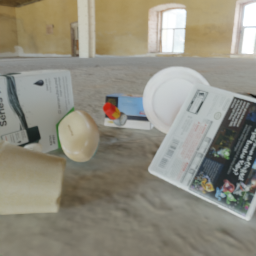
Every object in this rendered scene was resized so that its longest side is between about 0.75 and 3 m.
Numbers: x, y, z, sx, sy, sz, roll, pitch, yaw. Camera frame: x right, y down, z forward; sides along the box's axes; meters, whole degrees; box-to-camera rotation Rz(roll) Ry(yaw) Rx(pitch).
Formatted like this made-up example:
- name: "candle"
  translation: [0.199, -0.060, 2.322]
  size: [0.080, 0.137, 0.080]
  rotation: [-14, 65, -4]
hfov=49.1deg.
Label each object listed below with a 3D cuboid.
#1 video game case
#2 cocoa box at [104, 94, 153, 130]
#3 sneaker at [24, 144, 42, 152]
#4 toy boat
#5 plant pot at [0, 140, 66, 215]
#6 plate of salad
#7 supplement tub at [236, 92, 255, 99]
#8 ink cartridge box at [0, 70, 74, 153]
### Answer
- name: "video game case"
  translation: [1.715, 0.291, 5.284]
  size: [1.962, 2.159, 0.252]
  rotation: [23, -16, 29]
- name: "cocoa box"
  translation: [0.110, -0.590, 9.430]
  size: [1.575, 1.034, 1.050]
  rotation: [5, 13, 15]
- name: "sneaker"
  translation: [-2.235, 0.636, 6.007]
  size: [0.886, 0.323, 0.375]
  rotation: [-27, 30, -22]
- name: "toy boat"
  translation: [-0.846, 0.065, 6.734]
  size: [1.693, 0.787, 1.423]
  rotation: [-33, 53, 11]
- name: "plant pot"
  translation: [-1.763, 0.910, 4.783]
  size: [1.291, 1.410, 1.410]
  rotation: [9, 16, -10]
- name: "plate of salad"
  translation: [1.483, -0.778, 8.407]
  size: [2.113, 2.113, 0.507]
  rotation: [6, 20, 18]
- name: "supplement tub"
  translation: [3.447, -0.312, 7.827]
  size: [2.005, 1.229, 1.229]
  rotation: [6, 14, -26]
- name: "ink cartridge box"
  translation: [-2.809, -0.305, 6.968]
  size: [1.175, 2.074, 2.829]
  rotation: [11, 22, 42]
